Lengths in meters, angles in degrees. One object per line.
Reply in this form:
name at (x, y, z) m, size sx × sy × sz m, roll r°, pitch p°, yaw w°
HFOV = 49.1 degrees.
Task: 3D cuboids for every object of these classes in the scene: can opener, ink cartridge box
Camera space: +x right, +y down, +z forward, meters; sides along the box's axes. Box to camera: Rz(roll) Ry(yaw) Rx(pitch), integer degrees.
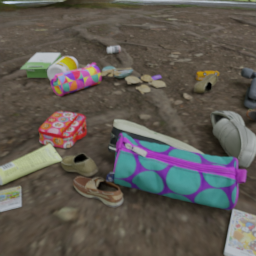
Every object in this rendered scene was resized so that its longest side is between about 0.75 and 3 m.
can opener at (5.102, -1.788, 11.839) m, size 1.000 × 0.798 × 2.992 m, roll 24°, pitch 36°, yaw 14°
ink cartridge box at (-4.297, -3.059, 14.100) m, size 1.309 × 0.747 × 2.521 m, roll 1°, pitch 31°, yaw 2°

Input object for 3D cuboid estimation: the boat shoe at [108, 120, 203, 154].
boat shoe at (0.896, 0.683, 7.810) m, size 2.996 × 1.013 × 1.076 m, roll 19°, pitch 7°, yaw 7°

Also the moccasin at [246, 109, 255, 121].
moccasin at (4.418, -0.453, 9.843) m, size 0.989 × 0.362 × 0.382 m, roll 0°, pitch 17°, yaw -38°

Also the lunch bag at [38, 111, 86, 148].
lunch bag at (-2.016, 0.057, 9.098) m, size 1.331 × 0.619 × 1.512 m, roll 11°, pitch 33°, yaw 10°

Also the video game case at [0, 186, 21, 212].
video game case at (-2.965, 1.733, 6.731) m, size 0.752 × 0.086 × 0.685 m, roll -12°, pitch 32°, yaw -15°

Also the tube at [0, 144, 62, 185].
tube at (-2.699, 0.992, 7.662) m, size 0.457 × 0.510 × 1.759 m, roll -2°, pitch 18°, yaw 46°

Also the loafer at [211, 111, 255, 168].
loafer at (3.011, 0.229, 8.310) m, size 0.996 × 0.998 × 2.855 m, roll 18°, pitch 22°, yaw 0°

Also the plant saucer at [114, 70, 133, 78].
plant saucer at (-0.203, -2.607, 13.733) m, size 0.964 × 0.186 × 0.964 m, roll -17°, pitch 20°, yaw 6°

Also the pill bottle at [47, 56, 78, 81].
pill bottle at (-3.068, -2.821, 13.476) m, size 0.993 × 0.993 × 1.818 m, roll 6°, pitch 32°, yaw 10°

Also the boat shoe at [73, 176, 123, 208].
boat shoe at (-0.734, 1.428, 6.841) m, size 1.412 × 0.507 × 0.535 m, roll 15°, pitch 34°, yaw 23°

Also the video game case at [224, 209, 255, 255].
video game case at (2.633, 2.293, 5.757) m, size 1.108 × 0.139 × 1.217 m, roll 14°, pitch 33°, yaw 21°

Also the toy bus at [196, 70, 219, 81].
toy bus at (3.842, -2.540, 13.572) m, size 1.037 × 0.406 × 0.338 m, roll -3°, pitch 29°, yaw -5°

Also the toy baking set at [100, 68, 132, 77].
toy baking set at (-0.671, -2.719, 13.946) m, size 1.302 × 0.197 × 1.696 m, roll 17°, pitch 34°, yaw 38°

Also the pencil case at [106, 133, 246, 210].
pencil case at (1.044, 0.996, 6.524) m, size 2.901 × 1.341 × 1.235 m, roll 12°, pitch 58°, yaw 7°

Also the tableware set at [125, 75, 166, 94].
tableware set at (0.794, -2.073, 12.910) m, size 1.729 × 0.201 × 1.444 m, roll -16°, pitch 41°, yaw -31°

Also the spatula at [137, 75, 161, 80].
spatula at (0.805, -2.403, 13.589) m, size 1.570 × 0.161 × 0.444 m, roll -4°, pitch 31°, yaw -5°

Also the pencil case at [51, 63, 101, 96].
pencil case at (-2.260, -2.152, 12.398) m, size 1.009 × 1.009 × 2.282 m, roll 25°, pitch 39°, yaw 36°

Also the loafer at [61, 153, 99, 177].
loafer at (-1.326, 0.912, 7.515) m, size 1.414 × 0.477 × 0.538 m, roll 6°, pitch 24°, yaw 42°

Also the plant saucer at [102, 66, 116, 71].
plant saucer at (-0.994, -3.121, 14.809) m, size 0.754 × 0.145 × 0.754 m, roll 1°, pitch 31°, yaw 0°

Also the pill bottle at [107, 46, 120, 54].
pill bottle at (-0.903, -4.829, 17.362) m, size 0.771 × 0.447 × 0.447 m, roll -10°, pitch 32°, yaw -16°

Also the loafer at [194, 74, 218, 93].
loafer at (3.535, -1.903, 12.396) m, size 1.578 × 0.600 × 0.532 m, roll -35°, pitch 45°, yaw -29°
